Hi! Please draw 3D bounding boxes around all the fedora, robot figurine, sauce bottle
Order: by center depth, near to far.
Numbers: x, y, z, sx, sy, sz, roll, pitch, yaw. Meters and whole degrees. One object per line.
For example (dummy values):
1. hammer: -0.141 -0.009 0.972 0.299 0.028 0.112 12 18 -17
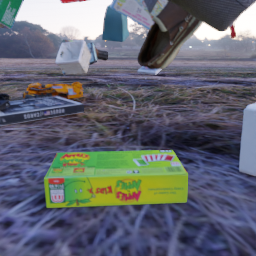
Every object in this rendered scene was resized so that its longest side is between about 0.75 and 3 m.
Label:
1. fedora: 1.257 -1.988 3.106 2.230 1.138 2.521 -42 12 44
2. sauce bottle: -1.747 -3.104 11.389 1.927 0.624 0.624 4 11 -31
3. robot figurine: -3.228 -1.570 11.983 2.457 0.715 1.782 -4 14 -16

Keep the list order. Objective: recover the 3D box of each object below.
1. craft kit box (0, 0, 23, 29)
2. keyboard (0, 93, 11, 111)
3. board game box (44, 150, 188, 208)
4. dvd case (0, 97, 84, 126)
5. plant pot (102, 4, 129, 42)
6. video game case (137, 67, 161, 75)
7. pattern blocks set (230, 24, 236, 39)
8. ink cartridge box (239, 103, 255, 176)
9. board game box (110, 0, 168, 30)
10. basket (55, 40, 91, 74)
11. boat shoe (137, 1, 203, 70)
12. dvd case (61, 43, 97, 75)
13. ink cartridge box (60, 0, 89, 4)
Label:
1. craft kit box: -3.128 -3.604 7.150 0.504 2.076 2.050 24 -1 -43
2. keyboard: -4.780 -0.697 8.593 2.794 0.288 1.775 1 25 23
3. board game box: -0.169 0.699 4.090 1.859 0.443 0.944 -1 15 -4
4. dvd case: -3.152 -0.611 9.114 2.780 0.344 2.089 -13 20 -36
5. plant pot: -0.493 -4.266 11.288 0.898 1.270 0.897 10 37 11
6. video game case: 1.007 -2.457 11.208 0.916 0.116 1.006 15 48 40
7. pattern blocks set: 2.468 -3.609 7.275 0.179 1.939 2.205 -11 50 23
8. ink cartridge box: 3.480 0.278 4.186 2.067 1.199 2.801 -13 18 -40
9. board game box: 0.509 -4.108 9.242 1.854 1.246 0.317 21 32 -24
10. basket: -1.673 -2.181 8.744 0.830 0.823 0.668 0 -27 20
11. boat shoe: 1.179 -2.745 7.412 1.085 2.934 1.084 -14 54 -43
12. dvd case: -1.732 -2.421 9.785 1.260 0.920 0.139 -18 -32 9
13. ink cartridge box: -0.923 -3.985 7.186 2.109 0.709 1.225 -21 64 -21
